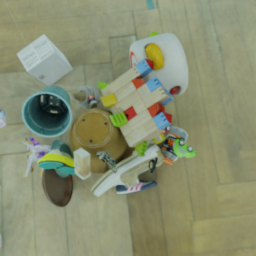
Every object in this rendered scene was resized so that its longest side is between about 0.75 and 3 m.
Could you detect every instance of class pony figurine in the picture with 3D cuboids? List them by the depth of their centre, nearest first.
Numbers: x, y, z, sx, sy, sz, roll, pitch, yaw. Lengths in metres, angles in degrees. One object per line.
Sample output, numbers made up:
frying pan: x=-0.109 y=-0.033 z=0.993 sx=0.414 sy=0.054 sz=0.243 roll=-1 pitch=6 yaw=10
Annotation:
pony figurine: x=-3.255 y=1.031 z=10.308 sx=1.460 sy=1.260 sz=1.513 roll=-5 pitch=85 yaw=14

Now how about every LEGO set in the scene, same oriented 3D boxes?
LEGO set: x=-0.578 y=0.980 z=8.521 sx=0.856 sy=1.318 sz=0.373 roll=44 pitch=81 yaw=4

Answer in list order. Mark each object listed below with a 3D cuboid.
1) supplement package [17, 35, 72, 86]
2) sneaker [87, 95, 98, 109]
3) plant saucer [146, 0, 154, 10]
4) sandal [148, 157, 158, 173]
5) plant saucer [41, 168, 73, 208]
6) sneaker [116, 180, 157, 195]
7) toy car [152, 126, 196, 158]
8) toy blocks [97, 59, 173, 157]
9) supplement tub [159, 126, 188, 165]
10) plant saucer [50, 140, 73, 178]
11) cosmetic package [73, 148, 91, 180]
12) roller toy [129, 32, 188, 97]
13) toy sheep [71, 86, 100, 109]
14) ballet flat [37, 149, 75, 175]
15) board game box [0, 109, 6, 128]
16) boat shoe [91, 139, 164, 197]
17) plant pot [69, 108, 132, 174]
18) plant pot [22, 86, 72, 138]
supplement package: x=-3.197 y=-2.563 z=10.926 sx=1.286 sy=1.651 sz=0.915 roll=-35 pitch=74 yaw=3
sneaker: x=-1.302 y=-0.927 z=10.047 sx=0.339 sy=0.906 sz=0.383 roll=-24 pitch=83 yaw=-16
plant saucer: x=0.969 y=-5.716 z=12.652 sx=0.282 sy=0.077 sz=0.807 roll=-13 pitch=76 yaw=-3
sandal: x=0.735 y=1.160 z=8.654 sx=0.220 sy=0.917 sz=0.345 roll=24 pitch=62 yaw=11
plant saucer: x=-2.590 y=1.962 z=10.102 sx=0.334 sy=1.826 sz=1.826 roll=-14 pitch=77 yaw=18
sneaker: x=0.290 y=2.090 z=10.577 sx=1.582 sy=0.555 sz=0.649 roll=-12 pitch=80 yaw=-1
toy car: x=1.482 y=0.497 z=10.005 sx=2.007 sy=2.133 sz=0.476 roll=36 pitch=72 yaw=9
toy blocks: x=0.485 y=-0.803 z=9.034 sx=1.972 sy=1.442 sz=2.885 roll=-33 pitch=71 yaw=19
supplement tub: x=1.690 y=0.682 z=10.792 sx=0.818 sy=0.818 sz=1.336 roll=25 pitch=79 yaw=6
plant saucer: x=-2.375 y=1.102 z=10.314 sx=0.257 sy=1.429 sz=1.429 roll=-14 pitch=77 yaw=11
cosmetic package: x=-1.376 y=1.087 z=8.405 sx=0.450 sy=0.855 sz=0.304 roll=28 pitch=40 yaw=35
roller toy: x=1.043 y=-2.194 z=10.585 sx=1.824 sy=2.611 sz=2.381 roll=-16 pitch=120 yaw=-5
toy sheep: x=-1.599 y=-1.198 z=11.022 sx=0.984 sy=1.427 sz=0.984 roll=2 pitch=94 yaw=31
ballet flat: x=-2.240 y=1.053 z=9.054 sx=0.656 sy=1.962 sz=0.658 roll=-20 pitch=66 yaw=18
board game box: x=-4.976 y=-0.097 z=9.914 sx=1.266 sy=1.260 sz=0.275 roll=-31 pitch=121 yaw=-11
boat shoe: x=0.009 y=1.622 z=10.024 sx=2.872 sy=1.073 sz=0.982 roll=-38 pitch=82 yaw=-2
plant pot: x=-1.089 y=0.312 z=9.947 sx=2.470 sy=2.650 sz=2.470 roll=0 pitch=78 yaw=1
plant pot: x=-2.501 y=-0.661 z=9.119 sx=1.483 sy=1.452 sz=1.483 roll=-2 pitch=114 yaw=-3
